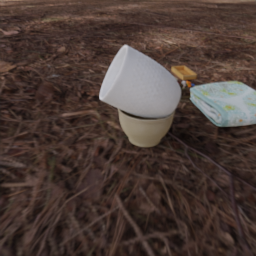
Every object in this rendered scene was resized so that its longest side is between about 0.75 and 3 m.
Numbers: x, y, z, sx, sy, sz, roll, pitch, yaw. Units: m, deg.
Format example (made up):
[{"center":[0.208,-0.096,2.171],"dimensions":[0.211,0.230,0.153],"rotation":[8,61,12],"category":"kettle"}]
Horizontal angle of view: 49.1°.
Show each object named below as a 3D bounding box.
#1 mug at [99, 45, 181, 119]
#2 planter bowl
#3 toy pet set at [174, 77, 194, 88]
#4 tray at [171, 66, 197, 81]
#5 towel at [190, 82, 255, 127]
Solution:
[{"center":[0.338,-1.134,7.659],"dimensions":[1.828,1.540,2.085],"rotation":[24,11,-18],"category":"mug"},{"center":[0.484,-0.116,7.936],"dimensions":[1.561,1.051,1.561],"rotation":[2,29,-1],"category":"planter bowl"},{"center":[1.911,-1.641,11.011],"dimensions":[0.912,0.519,0.977],"rotation":[18,1,-38],"category":"toy pet set"},{"center":[2.545,-2.522,12.830],"dimensions":[0.653,0.245,1.325],"rotation":[-7,32,-13],"category":"tray"},{"center":[3.604,-0.889,9.686],"dimensions":[2.254,0.634,2.633],"rotation":[-7,32,-11],"category":"towel"}]
